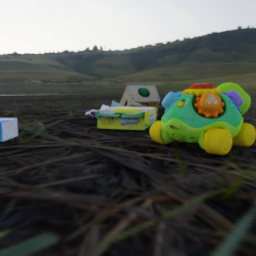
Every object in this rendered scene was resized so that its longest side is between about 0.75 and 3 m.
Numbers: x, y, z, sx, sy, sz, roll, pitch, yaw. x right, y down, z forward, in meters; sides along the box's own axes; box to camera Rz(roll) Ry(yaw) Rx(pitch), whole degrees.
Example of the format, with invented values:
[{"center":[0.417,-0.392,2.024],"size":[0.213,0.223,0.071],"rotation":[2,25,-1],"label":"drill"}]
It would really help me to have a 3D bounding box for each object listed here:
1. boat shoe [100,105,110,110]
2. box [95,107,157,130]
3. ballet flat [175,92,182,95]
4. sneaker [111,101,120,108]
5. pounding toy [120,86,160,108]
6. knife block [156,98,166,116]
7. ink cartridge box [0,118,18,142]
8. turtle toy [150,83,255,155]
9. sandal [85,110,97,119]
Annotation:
[{"center":[-0.797,-0.616,11.667],"size":[0.503,0.532,1.483],"rotation":[17,5,-18],"label":"boat shoe"},{"center":[0.017,-0.355,9.393],"size":[1.565,0.645,2.668],"rotation":[2,6,15],"label":"box"},{"center":[2.378,-1.017,12.028],"size":[1.076,1.076,2.946],"rotation":[1,9,8],"label":"ballet flat"},{"center":[-0.825,-0.937,13.104],"size":[1.148,0.677,0.422],"rotation":[2,9,12],"label":"sneaker"},{"center":[0.431,-0.982,11.161],"size":[1.447,1.117,1.572],"rotation":[-3,-30,-20],"label":"pounding toy"},{"center":[0.991,-0.756,12.779],"size":[1.616,1.841,0.589],"rotation":[44,-1,-12],"label":"knife block"},{"center":[-3.737,0.037,7.153],"size":[1.498,0.500,0.868],"rotation":[0,8,3],"label":"ink cartridge box"},{"center":[1.866,-0.336,6.465],"size":[2.717,1.373,1.980],"rotation":[-10,13,-41],"label":"turtle toy"},{"center":[-1.447,-0.526,11.817],"size":[0.493,0.297,1.210],"rotation":[13,-10,-25],"label":"sandal"}]
